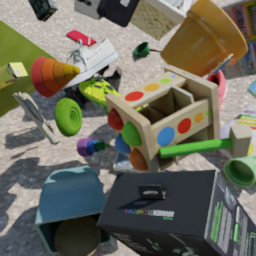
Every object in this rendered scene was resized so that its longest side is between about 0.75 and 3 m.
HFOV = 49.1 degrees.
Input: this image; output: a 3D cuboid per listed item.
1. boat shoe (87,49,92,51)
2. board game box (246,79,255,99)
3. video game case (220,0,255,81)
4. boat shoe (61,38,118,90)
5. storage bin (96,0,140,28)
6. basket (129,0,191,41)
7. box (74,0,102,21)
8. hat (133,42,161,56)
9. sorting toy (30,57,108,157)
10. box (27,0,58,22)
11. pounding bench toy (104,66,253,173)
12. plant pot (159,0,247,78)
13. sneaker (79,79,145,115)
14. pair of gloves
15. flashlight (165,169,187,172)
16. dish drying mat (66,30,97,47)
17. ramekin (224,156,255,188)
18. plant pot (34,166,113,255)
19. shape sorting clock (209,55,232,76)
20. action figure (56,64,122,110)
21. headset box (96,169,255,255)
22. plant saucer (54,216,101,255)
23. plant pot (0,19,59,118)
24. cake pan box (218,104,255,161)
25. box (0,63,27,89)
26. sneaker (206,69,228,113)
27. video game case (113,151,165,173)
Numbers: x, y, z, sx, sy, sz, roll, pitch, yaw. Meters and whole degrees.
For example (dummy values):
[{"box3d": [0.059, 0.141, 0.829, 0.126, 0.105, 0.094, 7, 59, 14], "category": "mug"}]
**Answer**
[{"box3d": [-1.969, -2.908, 12.561, 0.776, 0.847, 2.268, 19, 42, 20], "category": "boat shoe"}, {"box3d": [3.620, -1.095, 7.457, 0.585, 0.173, 0.769, 44, 82, 3], "category": "board game box"}, {"box3d": [4.014, -3.018, 9.618, 2.386, 2.621, 0.289, -6, 28, 37], "category": "video game case"}, {"box3d": [-1.195, -1.875, 7.531, 0.812, 0.937, 2.197, -1, 33, 50], "category": "boat shoe"}, {"box3d": [-0.245, -3.886, 8.548, 0.914, 1.352, 0.634, 16, 20, -36], "category": "storage bin"}, {"box3d": [0.749, -4.745, 10.295, 2.690, 1.660, 1.823, 27, 59, -16], "category": "basket"}, {"box3d": [-1.332, -5.083, 10.203, 1.136, 1.948, 0.586, 24, 47, 11], "category": "box"}, {"box3d": [0.918, -3.583, 13.564, 1.026, 0.903, 0.850, -1, 59, 46], "category": "hat"}, {"box3d": [-1.146, -0.425, 6.509, 0.941, 2.731, 0.947, -7, 34, 24], "category": "sorting toy"}, {"box3d": [-2.628, -3.798, 8.604, 0.799, 0.654, 0.344, 62, 28, 6], "category": "box"}, {"box3d": [0.933, 0.107, 5.992, 2.072, 1.650, 2.656, -27, 37, -17], "category": "pounding bench toy"}, {"box3d": [2.195, -2.523, 8.908, 2.039, 2.227, 2.227, -41, 52, 13], "category": "plant pot"}, {"box3d": [-0.518, -0.640, 8.348, 2.254, 0.942, 0.835, 31, 47, -6], "category": "sneaker"}, {"box3d": [-2.293, -0.187, 7.176, 0.322, 1.838, 1.563, -35, 97, -11], "category": "pair of gloves"}, {"box3d": [1.504, 1.468, 9.062, 0.831, 0.282, 0.281, -2, 49, -1], "category": "flashlight"}, {"box3d": [-2.427, -4.640, 14.443, 1.716, 0.156, 0.659, 35, 58, 26], "category": "dish drying mat"}, {"box3d": [3.581, 1.303, 8.757, 1.011, 1.011, 0.494, 37, 51, 27], "category": "ramekin"}, {"box3d": [-1.457, 2.084, 7.659, 1.740, 1.744, 1.777, -9, 44, -8], "category": "plant pot"}, {"box3d": [2.435, -1.659, 7.380, 0.151, 0.770, 0.770, 46, 59, 1], "category": "shape sorting clock"}, {"box3d": [-1.631, -1.860, 11.243, 1.647, 1.414, 2.771, 40, 58, 17], "category": "action figure"}, {"box3d": [0.984, 1.885, 5.334, 2.191, 2.516, 1.167, -11, 44, 40], "category": "headset box"}, {"box3d": [-1.357, 2.992, 7.628, 1.251, 0.221, 1.251, -1, 49, 1], "category": "plant saucer"}, {"box3d": [-3.610, -1.523, 7.962, 2.346, 2.346, 2.507, 35, 91, 27], "category": "plant pot"}, {"box3d": [4.529, 0.473, 9.701, 2.482, 0.649, 2.286, -31, 58, -24], "category": "cake pan box"}, {"box3d": [-3.216, -1.117, 6.758, 1.452, 0.364, 0.546, -21, 10, 12], "category": "box"}, {"box3d": [2.265, -0.644, 8.234, 0.943, 1.110, 2.559, 11, 65, 24], "category": "sneaker"}, {"box3d": [0.499, 0.715, 9.571, 1.688, 0.217, 1.857, 2, 48, 15], "category": "video game case"}]
